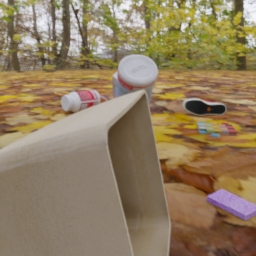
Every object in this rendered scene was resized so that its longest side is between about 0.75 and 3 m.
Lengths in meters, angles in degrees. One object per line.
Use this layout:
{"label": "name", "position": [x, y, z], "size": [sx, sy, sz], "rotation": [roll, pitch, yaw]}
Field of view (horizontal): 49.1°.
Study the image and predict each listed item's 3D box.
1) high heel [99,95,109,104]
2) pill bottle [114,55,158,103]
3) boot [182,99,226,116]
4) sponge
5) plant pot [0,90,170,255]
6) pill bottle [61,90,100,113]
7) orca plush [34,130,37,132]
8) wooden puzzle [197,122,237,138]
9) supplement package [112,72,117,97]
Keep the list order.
{"label": "high heel", "position": [-1.781, -1.577, 15.325], "size": [2.293, 0.772, 1.100], "rotation": [-5, 20, 34]}
{"label": "pill bottle", "position": [0.178, -1.219, 9.162], "size": [1.199, 2.204, 1.199], "rotation": [3, 59, -6]}
{"label": "boot", "position": [3.484, -1.070, 13.567], "size": [2.047, 0.741, 1.477], "rotation": [6, 14, -8]}
{"label": "sponge", "position": [1.974, 1.436, 5.305], "size": [0.479, 0.128, 0.859], "rotation": [-11, 19, -34]}
{"label": "plant pot", "position": [-0.696, 0.931, 3.534], "size": [2.030, 2.293, 2.291], "rotation": [-8, 13, 13]}
{"label": "pill bottle", "position": [-2.327, -1.299, 13.787], "size": [1.769, 0.993, 0.993], "rotation": [-12, 19, -41]}
{"label": "orca plush", "position": [-2.682, 0.201, 9.182], "size": [0.737, 0.498, 1.401], "rotation": [-11, 19, -35]}
{"label": "wooden puzzle", "position": [3.289, 0.010, 10.552], "size": [1.293, 0.153, 2.180], "rotation": [2, 15, 8]}
{"label": "supplement package", "position": [-0.001, -2.037, 13.773], "size": [1.174, 1.160, 1.937], "rotation": [-42, -13, -18]}
